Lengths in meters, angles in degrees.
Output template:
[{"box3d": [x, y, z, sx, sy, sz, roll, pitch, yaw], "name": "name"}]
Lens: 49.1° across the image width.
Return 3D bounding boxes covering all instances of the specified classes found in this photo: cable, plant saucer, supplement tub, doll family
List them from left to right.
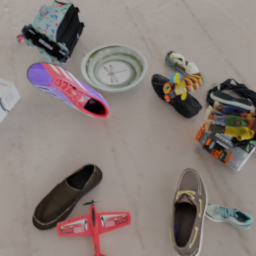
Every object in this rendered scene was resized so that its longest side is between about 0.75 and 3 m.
[{"box3d": [-0.547, -2.245, 11.111, 2.617, 0.657, 2.617, 0, 57, 0], "name": "plant saucer"}, {"box3d": [3.078, 0.522, 9.027, 1.680, 1.029, 1.029, 37, 63, 23], "name": "supplement tub"}, {"box3d": [3.925, -0.907, 10.284, 1.750, 0.545, 2.145, -22, 59, -14], "name": "cable"}, {"box3d": [2.969, -0.100, 7.480, 1.503, 1.020, 2.600, 13, 22, 23], "name": "doll family"}]

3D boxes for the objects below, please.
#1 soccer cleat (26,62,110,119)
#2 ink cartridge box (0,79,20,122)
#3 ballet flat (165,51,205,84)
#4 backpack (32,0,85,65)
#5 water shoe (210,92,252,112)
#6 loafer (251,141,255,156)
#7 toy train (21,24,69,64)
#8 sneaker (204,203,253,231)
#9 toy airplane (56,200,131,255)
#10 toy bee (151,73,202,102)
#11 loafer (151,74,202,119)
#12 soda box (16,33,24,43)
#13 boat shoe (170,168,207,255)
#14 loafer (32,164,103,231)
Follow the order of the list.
[{"box3d": [-1.842, -1.182, 9.192, 1.013, 2.969, 1.087, -57, 33, 5], "name": "soccer cleat"}, {"box3d": [-5.137, -0.849, 10.055, 1.457, 0.841, 2.008, 18, 58, 12], "name": "ink cartridge box"}, {"box3d": [2.264, -2.470, 11.261, 1.985, 0.737, 0.737, 38, 64, 22], "name": "ballet flat"}, {"box3d": [-2.898, -3.779, 11.375, 1.681, 1.983, 2.233, 7, 66, 9], "name": "backpack"}, {"box3d": [3.686, -0.829, 10.175, 1.511, 0.596, 0.540, 19, 43, 11], "name": "water shoe"}, {"box3d": [5.077, 0.593, 9.110, 2.549, 0.801, 0.916, 15, 57, 10], "name": "loafer"}, {"box3d": [-2.650, -2.711, 9.051, 0.712, 1.670, 0.952, -54, 24, 8], "name": "toy train"}, {"box3d": [2.847, 2.429, 7.993, 1.400, 0.604, 0.543, 15, 57, 10], "name": "sneaker"}, {"box3d": [-0.859, 3.013, 7.732, 2.118, 0.390, 2.118, 0, 56, 0], "name": "toy airplane"}, {"box3d": [1.621, -1.302, 9.536, 1.755, 1.149, 0.954, -18, 47, 44], "name": "toy bee"}, {"box3d": [1.759, -1.253, 10.430, 0.802, 0.775, 2.284, -29, 62, -30], "name": "loafer"}, {"box3d": [-4.670, -4.162, 12.634, 0.249, 0.275, 0.786, 27, 60, 17], "name": "soda box"}, {"box3d": [1.681, 2.250, 7.903, 0.942, 0.780, 2.621, -3, 53, 25], "name": "boat shoe"}, {"box3d": [-1.817, 1.857, 8.203, 0.912, 0.892, 2.500, 35, 63, 21], "name": "loafer"}]
